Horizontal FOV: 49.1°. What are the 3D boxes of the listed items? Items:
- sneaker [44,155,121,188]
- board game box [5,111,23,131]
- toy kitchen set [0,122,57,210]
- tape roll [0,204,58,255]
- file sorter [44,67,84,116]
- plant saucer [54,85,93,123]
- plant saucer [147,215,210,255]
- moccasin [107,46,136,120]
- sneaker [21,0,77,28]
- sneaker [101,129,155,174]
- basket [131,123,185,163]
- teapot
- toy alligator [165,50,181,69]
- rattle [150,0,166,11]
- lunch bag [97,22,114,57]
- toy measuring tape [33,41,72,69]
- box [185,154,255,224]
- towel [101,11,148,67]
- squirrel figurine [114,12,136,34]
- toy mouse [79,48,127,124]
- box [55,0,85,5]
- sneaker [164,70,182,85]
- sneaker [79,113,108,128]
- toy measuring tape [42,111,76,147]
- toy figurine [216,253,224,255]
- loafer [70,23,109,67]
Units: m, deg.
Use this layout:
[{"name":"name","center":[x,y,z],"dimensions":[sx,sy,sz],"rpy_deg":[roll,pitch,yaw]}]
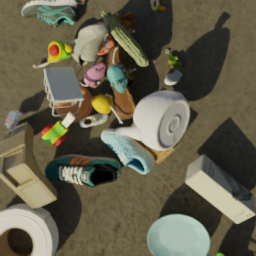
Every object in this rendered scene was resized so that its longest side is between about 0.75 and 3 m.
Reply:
[{"name":"sneaker","center":[-1.771,1.669,10.728],"dimensions":[2.983,1.192,1.065],"rpy_deg":[-3,101,-2]},{"name":"board game box","center":[-4.570,-0.278,10.977],"dimensions":[0.795,0.245,0.794],"rpy_deg":[4,71,37]},{"name":"toy kitchen set","center":[-4.295,1.622,10.865],"dimensions":[2.058,2.522,2.276],"rpy_deg":[-25,128,1]},{"name":"tape roll","center":[-4.177,4.414,10.832],"dimensions":[2.826,0.988,2.826],"rpy_deg":[0,86,1]},{"name":"file sorter","center":[-2.528,-1.389,10.708],"dimensions":[1.112,0.998,1.603],"rpy_deg":[-8,60,-26]},{"name":"plant saucer","center":[-2.246,-1.019,11.523],"dimensions":[1.604,0.259,1.604],"rpy_deg":[0,86,0]},{"name":"plant saucer","center":[1.927,4.291,10.887],"dimensions":[2.362,0.455,2.362],"rpy_deg":[2,106,7]},{"name":"moccasin","center":[-0.180,-1.830,11.043],"dimensions":[1.148,1.088,2.975],"rpy_deg":[-11,73,1]},{"name":"sneaker","center":[-3.193,-4.620,11.465],"dimensions":[2.295,0.890,1.047],"rpy_deg":[-7,90,1]},{"name":"sneaker","center":[-0.079,0.924,10.902],"dimensions":[2.428,0.995,0.898],"rpy_deg":[31,122,2]},{"name":"basket","center":[1.090,0.202,11.277],"dimensions":[1.926,1.435,1.374],"rpy_deg":[36,54,2]},{"name":"teapot","center":[0.985,-0.401,9.721],"dimensions":[1.619,2.216,2.188],"rpy_deg":[27,99,39]},{"name":"toy alligator","center":[1.851,-2.786,11.562],"dimensions":[0.385,0.279,1.160],"rpy_deg":[-25,61,6]},{"name":"rattle","center":[1.211,-5.306,11.783],"dimensions":[0.540,0.492,0.756],"rpy_deg":[-18,61,-12]},{"name":"lunch bag","center":[-1.226,-3.634,11.549],"dimensions":[1.093,0.508,1.241],"rpy_deg":[-21,87,-1]},{"name":"toy measuring tape","center":[-3.029,-2.924,10.997],"dimensions":[2.059,0.757,0.757],"rpy_deg":[-10,86,31]},{"name":"box","center":[3.484,2.302,10.562],"dimensions":[2.663,1.094,0.911],"rpy_deg":[38,127,-7]},{"name":"towel","center":[-0.126,-3.373,10.618],"dimensions":[0.408,1.658,2.235],"rpy_deg":[-38,128,18]},{"name":"squirrel figurine","center":[-0.181,-4.373,11.614],"dimensions":[0.892,0.676,0.956],"rpy_deg":[43,73,13]},{"name":"toy mouse","center":[-0.939,-1.869,10.620],"dimensions":[2.831,0.548,2.516],"rpy_deg":[30,107,37]},{"name":"box","center":[-2.447,-5.625,11.812],"dimensions":[1.287,0.223,0.708],"rpy_deg":[6,87,0]},{"name":"sneaker","center":[1.425,-1.544,9.086],"dimensions":[0.379,0.992,0.399],"rpy_deg":[47,130,7]},{"name":"sneaker","center":[-1.339,-0.302,11.287],"dimensions":[1.198,0.484,0.458],"rpy_deg":[-21,94,-18]},{"name":"toy measuring tape","center":[-2.550,0.140,9.968],"dimensions":[0.862,2.342,0.862],"rpy_deg":[12,65,-27]},{"name":"toy figurine","center":[4.424,5.799,10.576],"dimensions":[1.937,1.580,2.105],"rpy_deg":[2,109,-5]},{"name":"loafer","center":[-1.395,-3.001,10.336],"dimensions":[1.033,2.953,1.031],"rpy_deg":[-21,96,-22]}]
